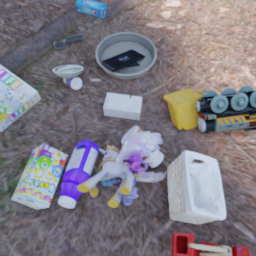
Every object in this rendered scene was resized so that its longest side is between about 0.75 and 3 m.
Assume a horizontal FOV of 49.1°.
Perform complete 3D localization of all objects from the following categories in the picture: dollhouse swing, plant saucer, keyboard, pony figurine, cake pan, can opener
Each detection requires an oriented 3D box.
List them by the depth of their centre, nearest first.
[{"bbox_3d":[-0.098,1.183,8.105,2.228,1.922,2.308,0,30,15],"label":"pony figurine"},{"bbox_3d":[2.107,-0.710,10.290,1.378,1.211,1.252,-19,101,-12],"label":"dollhouse swing"},{"bbox_3d":[-2.237,-2.079,10.507,1.143,0.287,1.143,-2,28,1],"label":"plant saucer"},{"bbox_3d":[-0.084,-2.633,11.202,1.072,0.229,1.786,36,51,29],"label":"keyboard"},{"bbox_3d":[-0.086,-2.948,11.547,2.495,0.458,2.495,0,58,0],"label":"cake pan"},{"bbox_3d":[-2.578,-3.738,12.169,1.341,0.353,0.446,-20,95,-10],"label":"can opener"}]

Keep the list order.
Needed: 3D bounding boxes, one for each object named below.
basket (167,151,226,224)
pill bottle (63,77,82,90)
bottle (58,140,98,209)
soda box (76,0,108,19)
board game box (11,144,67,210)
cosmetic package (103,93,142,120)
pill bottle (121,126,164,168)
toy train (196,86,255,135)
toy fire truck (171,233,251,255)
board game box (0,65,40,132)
[{"bbox_3d":[1.862,1.760,8.009,1.228,1.118,1.812,18,52,-22],"label":"basket"},{"bbox_3d":[-2.145,-1.771,10.714,0.467,0.467,0.780,-39,42,-21],"label":"pill bottle"},{"bbox_3d":[-1.527,1.379,8.504,0.679,0.869,2.081,37,46,-26],"label":"bottle"},{"bbox_3d":[-1.715,-5.671,13.237,1.445,0.464,0.490,20,60,12],"label":"soda box"},{"bbox_3d":[-2.616,1.464,8.374,0.875,0.859,1.668,33,55,-29],"label":"board game box"},{"bbox_3d":[-0.191,-0.779,10.157,1.313,0.533,0.741,7,60,3],"label":"cosmetic package"},{"bbox_3d":[0.467,0.616,8.682,1.297,0.727,0.727,44,63,-12],"label":"pill bottle"},{"bbox_3d":[3.541,-0.559,9.456,2.574,1.467,1.097,-8,20,-7],"label":"toy train"},{"bbox_3d":[2.139,3.165,7.125,2.163,1.525,0.527,4,59,3],"label":"toy fire truck"},{"bbox_3d":[-4.995,-1.329,10.520,2.822,0.483,1.897,34,64,19],"label":"board game box"}]
